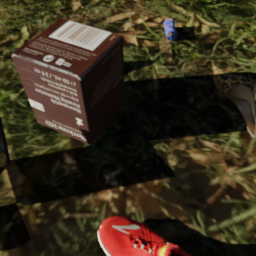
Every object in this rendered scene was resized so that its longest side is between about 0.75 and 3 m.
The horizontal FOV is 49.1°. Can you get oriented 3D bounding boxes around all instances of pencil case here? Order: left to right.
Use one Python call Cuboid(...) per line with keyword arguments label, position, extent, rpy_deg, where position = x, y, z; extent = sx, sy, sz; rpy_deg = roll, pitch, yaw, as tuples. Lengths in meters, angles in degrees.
Cuboid(label="pencil case", position=(1.927, -4.460, 12.681), extent=(0.546, 0.490, 1.256), rpy_deg=(0, 49, -2))

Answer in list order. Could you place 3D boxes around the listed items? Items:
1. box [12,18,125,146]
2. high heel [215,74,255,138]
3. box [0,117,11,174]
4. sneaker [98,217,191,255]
Cuboid(label="box", position=(-1.570, -1.399, 8.523), extent=(2.247, 2.708, 2.224), rpy_deg=(21, 52, 18))
Cuboid(label="high heel", position=(3.676, -0.797, 9.148), extent=(2.569, 0.917, 1.831), rpy_deg=(38, 52, 18))
Cuboid(label="box", position=(-3.702, 0.764, 7.120), extent=(0.402, 1.618, 1.605), rpy_deg=(10, 33, 7))
Cuboid(label="sneaker", position=(0.660, 2.680, 5.921), extent=(2.971, 1.262, 1.144), rpy_deg=(26, 54, 21))
